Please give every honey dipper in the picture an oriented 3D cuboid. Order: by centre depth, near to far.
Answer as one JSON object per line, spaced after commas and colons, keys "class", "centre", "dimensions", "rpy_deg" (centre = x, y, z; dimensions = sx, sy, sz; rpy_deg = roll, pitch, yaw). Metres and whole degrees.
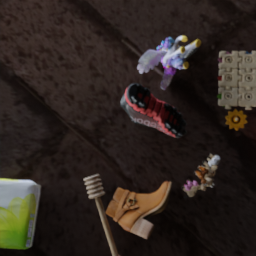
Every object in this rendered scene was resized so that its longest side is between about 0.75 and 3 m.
{"class": "honey dipper", "centre": [-0.782, 3.022, 9.167], "dimensions": [0.564, 0.564, 2.970], "rpy_deg": [-18, 81, -4]}

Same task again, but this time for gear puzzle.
{"class": "gear puzzle", "centre": [3.994, -1.341, 10.096], "dimensions": [1.522, 0.385, 2.938], "rpy_deg": [2, 81, 11]}

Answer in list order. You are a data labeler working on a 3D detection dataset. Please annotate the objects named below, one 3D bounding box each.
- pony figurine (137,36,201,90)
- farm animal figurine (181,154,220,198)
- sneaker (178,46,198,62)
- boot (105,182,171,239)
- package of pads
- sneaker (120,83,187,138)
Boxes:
{"class": "pony figurine", "centre": [1.423, -2.394, 9.779], "dimensions": [1.516, 1.820, 1.757], "rpy_deg": [35, 77, -29]}
{"class": "farm animal figurine", "centre": [2.499, 1.687, 9.269], "dimensions": [0.723, 1.386, 1.370], "rpy_deg": [39, 52, 13]}
{"class": "sneaker", "centre": [2.142, -2.984, 10.477], "dimensions": [0.657, 0.427, 1.137], "rpy_deg": [44, 83, 10]}
{"class": "boot", "centre": [0.387, 2.392, 9.282], "dimensions": [1.632, 0.806, 2.102], "rpy_deg": [25, 70, 22]}
{"class": "package of pads", "centre": [-4.307, 2.668, 8.965], "dimensions": [2.710, 0.924, 2.094], "rpy_deg": [4, 72, -1]}
{"class": "sneaker", "centre": [0.827, -0.464, 9.706], "dimensions": [2.643, 1.291, 0.934], "rpy_deg": [33, 62, -17]}
